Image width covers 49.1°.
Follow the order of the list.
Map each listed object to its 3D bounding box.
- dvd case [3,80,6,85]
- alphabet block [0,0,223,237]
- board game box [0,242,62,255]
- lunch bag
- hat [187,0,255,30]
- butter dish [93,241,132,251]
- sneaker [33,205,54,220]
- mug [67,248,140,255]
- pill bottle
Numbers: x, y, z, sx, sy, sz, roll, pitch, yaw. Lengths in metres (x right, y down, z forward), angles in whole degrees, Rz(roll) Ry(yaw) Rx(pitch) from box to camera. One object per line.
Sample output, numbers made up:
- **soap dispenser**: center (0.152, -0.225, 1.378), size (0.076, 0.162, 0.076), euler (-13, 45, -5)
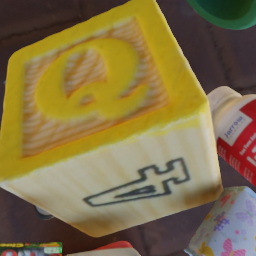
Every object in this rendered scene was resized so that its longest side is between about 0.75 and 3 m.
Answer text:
- **dvd case**: center (-1.986, -1.149, 6.192), size (0.942, 0.142, 1.290), euler (42, 85, 12)
- **alphabet block**: center (-0.164, -0.015, 4.853), size (2.690, 2.739, 2.676), euler (-22, 51, 7)
- **board game box**: center (-1.598, 1.689, 2.984), size (1.681, 0.197, 0.881), euler (5, 90, -15)
- **lunch bag**: center (1.852, 1.849, 4.167), size (1.542, 0.980, 1.307), euler (36, 76, 7)
- **hat**: center (2.367, -3.534, 5.390), size (2.358, 2.219, 2.679), euler (-38, 48, -8)
- **butter dish**: center (-0.824, 4.116, 5.769), size (2.826, 2.089, 2.818), euler (-18, 67, -6)
- **sneaker**: center (-1.688, 1.057, 6.238), size (0.708, 0.760, 1.917), euler (13, 76, -5)
- **mug**: center (-0.388, 3.076, 4.216), size (2.130, 2.660, 2.183), euler (-4, 64, -9)
- **pill bottle**: center (2.565, 0.274, 5.409), size (1.436, 1.436, 2.558), euler (-38, 52, -8)
